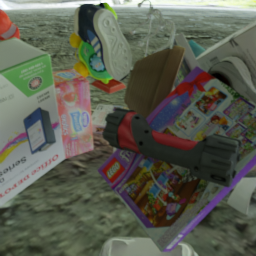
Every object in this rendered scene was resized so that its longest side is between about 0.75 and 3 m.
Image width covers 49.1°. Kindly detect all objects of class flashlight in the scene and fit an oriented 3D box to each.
[{"bbox_3d":[0.587,0.183,4.147,2.023,0.685,0.687,12,30,32],"label":"flashlight"}]

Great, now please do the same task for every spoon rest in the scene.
[{"bbox_3d":[3.887,1.344,7.993,2.812,0.852,1.397,-26,39,-36],"label":"spoon rest"}]

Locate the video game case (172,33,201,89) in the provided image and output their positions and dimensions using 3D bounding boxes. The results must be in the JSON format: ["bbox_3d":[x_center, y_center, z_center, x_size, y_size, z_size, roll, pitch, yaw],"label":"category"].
[{"bbox_3d":[1.673,-0.984,7.454,0.272,2.116,2.327,-22,78,-3],"label":"video game case"}]

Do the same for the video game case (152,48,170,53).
[{"bbox_3d":[1.288,-2.478,10.390,1.200,0.159,1.680,-16,-11,-13],"label":"video game case"}]

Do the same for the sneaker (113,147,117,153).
[{"bbox_3d":[0.058,0.604,9.518,0.784,0.565,1.493,12,32,19],"label":"sneaker"}]

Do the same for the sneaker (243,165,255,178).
[{"bbox_3d":[2.243,0.620,5.900,0.714,0.835,1.917,5,-6,-21],"label":"sneaker"}]

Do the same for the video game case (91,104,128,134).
[{"bbox_3d":[-0.629,-0.341,11.266,1.634,0.410,1.802,5,31,8],"label":"video game case"}]

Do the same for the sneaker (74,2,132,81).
[{"bbox_3d":[-0.778,-2.406,7.759,0.838,2.081,1.524,-40,46,-18],"label":"sneaker"}]

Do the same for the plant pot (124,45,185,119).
[{"bbox_3d":[0.508,-0.895,6.215,0.942,2.041,2.041,19,33,4],"label":"plant pot"}]

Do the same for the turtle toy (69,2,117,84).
[{"bbox_3d":[-0.964,-3.170,10.643,2.162,2.967,1.500,-9,3,-41],"label":"turtle toy"}]

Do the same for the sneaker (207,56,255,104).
[{"bbox_3d":[2.670,-0.544,6.462,0.949,0.884,2.392,-25,72,-28],"label":"sneaker"}]

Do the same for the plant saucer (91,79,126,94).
[{"bbox_3d":[-0.793,-1.782,11.400,1.051,0.193,1.053,29,36,28],"label":"plant saucer"}]

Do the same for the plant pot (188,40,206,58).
[{"bbox_3d":[2.294,-2.017,9.356,1.261,1.342,1.342,33,39,10],"label":"plant pot"}]

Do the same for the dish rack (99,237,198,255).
[{"bbox_3d":[0.234,3.057,5.146,2.212,0.561,2.577,-2,28,13],"label":"dish rack"}]

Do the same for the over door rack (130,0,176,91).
[{"bbox_3d":[0.811,-2.622,9.612,0.934,2.805,2.073,-16,46,-8],"label":"over door rack"}]

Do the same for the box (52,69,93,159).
[{"bbox_3d":[-2.018,-0.457,9.287,1.236,2.610,1.339,-17,34,-26],"label":"box"}]

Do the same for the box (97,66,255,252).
[{"bbox_3d":[0.926,0.423,4.611,2.576,0.504,1.763,-46,57,2],"label":"box"}]

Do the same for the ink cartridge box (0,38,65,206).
[{"bbox_3d":[-2.335,-0.045,5.217,1.141,2.607,1.895,29,45,26],"label":"ink cartridge box"}]

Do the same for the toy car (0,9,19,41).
[{"bbox_3d":[-3.023,-1.760,7.748,0.643,2.885,2.715,18,23,3],"label":"toy car"}]

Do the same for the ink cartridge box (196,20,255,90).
[{"bbox_3d":[3.181,-1.595,7.177,1.051,1.861,2.540,-41,10,-29],"label":"ink cartridge box"}]
